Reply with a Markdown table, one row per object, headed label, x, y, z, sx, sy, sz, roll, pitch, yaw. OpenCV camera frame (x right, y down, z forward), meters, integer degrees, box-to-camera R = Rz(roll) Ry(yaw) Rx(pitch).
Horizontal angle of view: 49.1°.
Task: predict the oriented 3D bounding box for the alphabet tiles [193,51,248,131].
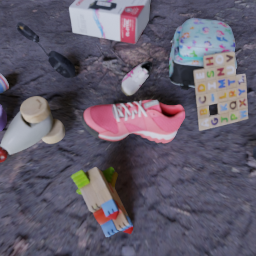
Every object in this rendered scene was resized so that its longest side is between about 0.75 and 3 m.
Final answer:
| label | x | y | z | sx | sy | sz | roll | pitch | yaw |
| --- | --- | --- | --- | --- | --- | --- | --- | --- | --- |
| alphabet tiles | 2.707 | -1.093 | 8.091 | 1.729 | 2.068 | 0.078 | -13 | 13 | -17 |

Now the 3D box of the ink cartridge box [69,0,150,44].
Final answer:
| label | x | y | z | sx | sy | sz | roll | pitch | yaw |
| --- | --- | --- | --- | --- | --- | --- | --- | --- | --- |
| ink cartridge box | -0.726 | -4.784 | 11.772 | 2.850 | 1.180 | 2.077 | 14 | 51 | 11 |

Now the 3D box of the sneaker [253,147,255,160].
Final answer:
| label | x | y | z | sx | sy | sz | roll | pitch | yaw |
| --- | --- | --- | --- | --- | --- | --- | --- | --- | --- |
| sneaker | 3.507 | 0.795 | 7.131 | 0.356 | 0.299 | 0.908 | -38 | 100 | -20 |

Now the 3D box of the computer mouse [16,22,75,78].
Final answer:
| label | x | y | z | sx | sy | sz | roll | pitch | yaw |
| --- | --- | --- | --- | --- | --- | --- | --- | --- | --- |
| computer mouse | -2.712 | -2.656 | 9.533 | 0.719 | 2.454 | 0.418 | -8 | 42 | 56 |

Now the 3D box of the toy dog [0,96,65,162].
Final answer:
| label | x | y | z | sx | sy | sz | roll | pitch | yaw |
| --- | --- | --- | --- | --- | --- | --- | --- | --- | --- |
| toy dog | -3.093 | 0.095 | 7.259 | 2.793 | 1.842 | 1.345 | -22 | 47 | -33 |

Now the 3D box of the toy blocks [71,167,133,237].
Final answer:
| label | x | y | z | sx | sy | sz | roll | pitch | yaw |
| --- | --- | --- | --- | --- | --- | --- | --- | --- | --- |
| toy blocks | -0.442 | 1.695 | 6.056 | 0.976 | 1.953 | 1.335 | -29 | 66 | -3 |

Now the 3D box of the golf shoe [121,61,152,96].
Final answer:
| label | x | y | z | sx | sy | sz | roll | pitch | yaw |
| --- | --- | --- | --- | --- | --- | --- | --- | --- | --- |
| golf shoe | 0.276 | -1.670 | 9.152 | 0.573 | 0.727 | 1.580 | 41 | 50 | -13 |

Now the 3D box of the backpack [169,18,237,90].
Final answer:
| label | x | y | z | sx | sy | sz | roll | pitch | yaw |
| --- | --- | --- | --- | --- | --- | --- | --- | --- | --- |
| backpack | 2.543 | -2.655 | 9.675 | 2.194 | 1.861 | 2.471 | 7 | 45 | 5 |

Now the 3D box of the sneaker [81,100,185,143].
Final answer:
| label | x | y | z | sx | sy | sz | roll | pitch | yaw |
| --- | --- | --- | --- | --- | --- | --- | --- | --- | --- |
| sneaker | 0.232 | -0.380 | 7.466 | 2.918 | 1.265 | 1.075 | 3 | 53 | -27 |

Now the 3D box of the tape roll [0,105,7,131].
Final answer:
| label | x | y | z | sx | sy | sz | roll | pitch | yaw |
| --- | --- | --- | --- | --- | --- | --- | --- | --- | --- |
| tape roll | -4.276 | -0.319 | 8.316 | 1.168 | 0.496 | 1.168 | 2 | 64 | -3 |

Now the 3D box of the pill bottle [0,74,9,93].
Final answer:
| label | x | y | z | sx | sy | sz | roll | pitch | yaw |
| --- | --- | --- | --- | --- | --- | --- | --- | --- | --- |
| pill bottle | -4.574 | -1.284 | 9.202 | 0.627 | 0.627 | 1.118 | 31 | 56 | 24 |
